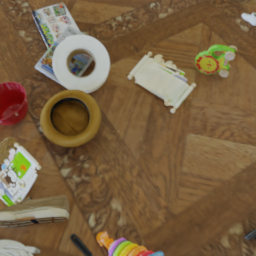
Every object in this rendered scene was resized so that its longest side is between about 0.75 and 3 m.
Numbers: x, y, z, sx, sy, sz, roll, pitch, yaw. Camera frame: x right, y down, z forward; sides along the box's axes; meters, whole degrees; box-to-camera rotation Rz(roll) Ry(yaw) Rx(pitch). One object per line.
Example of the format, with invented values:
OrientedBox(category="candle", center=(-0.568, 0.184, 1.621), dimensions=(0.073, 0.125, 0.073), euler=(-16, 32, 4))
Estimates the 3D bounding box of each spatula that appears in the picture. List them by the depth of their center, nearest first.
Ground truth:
OrientedBox(category="spatula", center=(-0.992, 3.841, 8.086), dimensions=(2.025, 0.208, 0.572), euler=(39, 73, 22))

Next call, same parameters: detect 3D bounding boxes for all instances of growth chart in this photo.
OrientedBox(category="growth chart", center=(-3.548, 1.577, 8.859), dimensions=(1.393, 0.171, 1.925), euler=(31, 98, 16))
OrientedBox(category="growth chart", center=(1.377, -1.974, 11.345), dimensions=(2.705, 0.240, 1.957), euler=(39, 67, 20))

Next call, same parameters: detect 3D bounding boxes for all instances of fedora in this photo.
OrientedBox(category="fedora", center=(-1.945, -0.250, 9.843), dimensions=(2.230, 0.910, 2.230), euler=(-2, 67, 5))

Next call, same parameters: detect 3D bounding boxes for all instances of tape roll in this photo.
OrientedBox(category="tape roll", center=(-1.777, -2.411, 10.713), dimensions=(2.147, 0.751, 2.147), euler=(0, 91, -6))

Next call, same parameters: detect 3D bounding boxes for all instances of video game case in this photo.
OrientedBox(category="video game case", center=(-2.401, -2.906, 11.451), dimensions=(1.678, 0.211, 2.343), euler=(32, 73, -1))

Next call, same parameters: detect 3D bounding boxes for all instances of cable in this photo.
OrientedBox(category="cable", center=(-3.518, 4.095, 7.455), dimensions=(2.138, 0.740, 2.137), euler=(15, 50, 12))

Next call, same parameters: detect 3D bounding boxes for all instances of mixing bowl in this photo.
OrientedBox(category="mixing bowl", center=(-4.343, -0.725, 10.187), dimensions=(1.708, 0.925, 1.708), euler=(-5, 57, 7))

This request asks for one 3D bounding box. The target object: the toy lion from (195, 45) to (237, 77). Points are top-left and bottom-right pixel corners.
OrientedBox(category="toy lion", center=(3.367, -2.652, 11.004), dimensions=(1.407, 1.468, 0.504), euler=(20, 60, 15))

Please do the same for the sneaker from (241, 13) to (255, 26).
OrientedBox(category="sneaker", center=(5.700, -5.200, 13.009), dimensions=(0.318, 0.499, 0.864), euler=(-35, 65, -16))

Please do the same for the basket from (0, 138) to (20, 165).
OrientedBox(category="basket", center=(-4.178, 0.695, 9.456), dimensions=(0.849, 0.633, 0.606), euler=(-43, 31, -4))

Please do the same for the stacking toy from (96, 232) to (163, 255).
OrientedBox(category="stacking toy", center=(-0.140, 3.574, 7.851), dimensions=(2.054, 1.127, 1.192), euler=(22, 92, 36))

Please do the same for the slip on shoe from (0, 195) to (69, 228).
OrientedBox(category="slip on shoe", center=(-3.039, 2.483, 8.445), dimensions=(2.478, 0.942, 0.751), euler=(-5, 57, -3))

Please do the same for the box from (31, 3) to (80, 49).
OrientedBox(category="box", center=(-3.107, -4.373, 12.532), dimensions=(1.590, 0.502, 2.890), euler=(-22, 63, -12))

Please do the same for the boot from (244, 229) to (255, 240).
OrientedBox(category="boot", center=(4.140, 3.421, 8.221), dimensions=(1.160, 0.402, 1.010), euler=(-15, 61, -11))
